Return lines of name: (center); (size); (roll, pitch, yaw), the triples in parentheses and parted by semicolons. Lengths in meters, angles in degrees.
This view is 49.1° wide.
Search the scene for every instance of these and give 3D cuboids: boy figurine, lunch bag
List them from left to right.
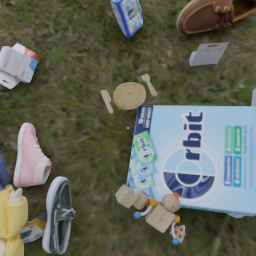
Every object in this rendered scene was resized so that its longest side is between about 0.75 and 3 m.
boy figurine: (-2.654, 1.583, 5.393); (1.591, 0.825, 2.559); (-7, 98, 18)
lunch bag: (-0.059, -3.609, 8.602); (0.848, 1.131, 1.330); (-8, 46, 20)

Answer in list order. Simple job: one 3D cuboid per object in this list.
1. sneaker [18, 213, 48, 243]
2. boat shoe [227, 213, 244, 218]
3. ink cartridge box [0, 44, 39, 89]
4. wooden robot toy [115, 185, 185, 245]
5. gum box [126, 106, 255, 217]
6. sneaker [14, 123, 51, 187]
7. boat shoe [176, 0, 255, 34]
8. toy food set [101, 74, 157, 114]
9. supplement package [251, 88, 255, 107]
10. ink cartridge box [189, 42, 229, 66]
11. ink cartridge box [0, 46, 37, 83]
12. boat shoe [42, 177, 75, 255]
sneaker: (-2.084, 2.322, 6.453); (1.212, 0.534, 0.456); (-6, 53, -28)
boat shoe: (2.097, 1.579, 6.720); (1.631, 0.545, 0.600); (23, 67, 10)
ink cartridge box: (-3.418, -1.857, 8.415); (0.736, 0.426, 1.263); (29, 68, 13)
wooden robot toy: (0.679, 1.583, 5.787); (1.810, 0.797, 0.821); (37, 98, -8)
gum box: (1.481, 0.655, 6.593); (2.798, 0.623, 2.377); (3, 71, 20)
sneaker: (-2.325, 0.672, 7.110); (0.861, 0.620, 1.647); (-1, 71, 3)
boat shoe: (2.892, -3.682, 8.818); (2.902, 1.045, 0.980); (-25, 46, -13)
toy food set: (0.035, -0.816, 7.130); (1.306, 0.262, 0.901); (-21, 59, -2)
supplement package: (4.326, -0.276, 6.799); (2.322, 1.362, 1.357); (11, 83, 8)
ink cartridge box: (2.350, -2.239, 8.234); (0.866, 1.076, 0.269); (-6, 69, -3)
ink cartridge box: (-3.137, -1.761, 7.841); (0.393, 0.930, 0.672); (15, 83, 40)
boat shoe: (-1.413, 1.895, 6.087); (0.575, 0.585, 1.622); (1, 83, 33)
